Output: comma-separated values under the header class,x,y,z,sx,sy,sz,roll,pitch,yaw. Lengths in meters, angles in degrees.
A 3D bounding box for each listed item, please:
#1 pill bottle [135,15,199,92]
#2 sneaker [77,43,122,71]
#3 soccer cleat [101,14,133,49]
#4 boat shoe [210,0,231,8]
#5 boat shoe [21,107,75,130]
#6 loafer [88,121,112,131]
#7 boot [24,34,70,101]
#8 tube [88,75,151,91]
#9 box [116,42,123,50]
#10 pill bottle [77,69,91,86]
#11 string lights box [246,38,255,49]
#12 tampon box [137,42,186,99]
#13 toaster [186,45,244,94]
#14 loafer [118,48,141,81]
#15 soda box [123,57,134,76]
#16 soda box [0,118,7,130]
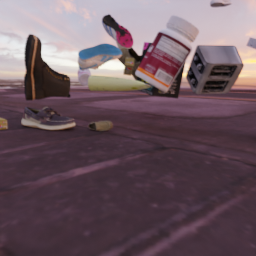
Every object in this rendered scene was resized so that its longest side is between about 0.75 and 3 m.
class,x,y,z,sx,sy,sz,roll,pitch,yaw
pill bottle,1.532,-2.869,10.935,1.496,2.621,1.496,30,10,-6
sneaker,-0.719,-1.765,7.023,1.197,0.458,0.483,-17,-27,-25
soccer cleat,-0.394,-3.817,11.383,0.634,1.814,0.783,-37,-13,-9
boat shoe,2.834,-3.949,8.672,1.005,0.328,0.370,-20,8,-42
boat shoe,-3.353,-0.430,11.530,2.637,0.854,0.948,6,12,29
loafer,-1.100,-0.052,10.899,1.066,0.405,0.359,-6,8,29
boot,-2.731,-2.051,9.803,1.662,2.402,0.931,-4,48,-25
tube,-0.352,-1.724,11.153,2.508,0.651,0.728,5,45,15
box,-0.294,-4.659,15.853,0.566,1.377,0.471,-8,33,18
pill bottle,-2.190,-2.628,13.997,0.674,0.674,1.188,-2,32,-12
string lights box,4.792,-2.934,10.003,1.105,0.326,0.568,-5,33,-39
tampon box,1.629,-2.922,14.121,1.564,2.478,1.857,2,16,-28
toaster,3.259,-2.177,10.530,1.820,1.080,1.646,-2,-34,-10
loafer,0.565,-3.390,15.479,0.939,2.785,1.059,-32,24,52
soda box,0.023,-3.040,13.981,0.437,0.413,1.289,8,-12,-3
soda box,-5.378,-0.189,11.533,0.366,0.387,1.142,-10,15,-44
